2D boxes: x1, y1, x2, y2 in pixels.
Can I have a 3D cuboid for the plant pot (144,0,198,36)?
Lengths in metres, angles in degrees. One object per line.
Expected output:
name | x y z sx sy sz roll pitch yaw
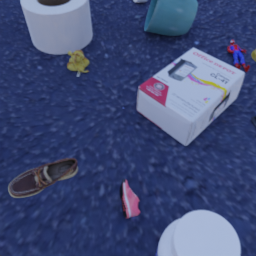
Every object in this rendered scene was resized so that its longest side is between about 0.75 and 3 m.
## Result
plant pot | 1.718 -4.552 10.959 1.611 2.007 2.007 15 50 -10

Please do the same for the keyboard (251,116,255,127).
keyboard | 4.593 0.237 8.123 1.216 0.197 1.914 -15 53 -12

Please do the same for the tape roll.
tape roll | -2.663 -4.231 10.774 2.461 1.690 2.461 0 51 0

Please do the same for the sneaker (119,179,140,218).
sneaker | 0.046 1.726 6.869 0.423 0.360 0.976 0 55 -16

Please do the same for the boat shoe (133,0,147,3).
boat shoe | 0.451 -6.616 13.424 0.654 0.687 1.909 -2 45 -23

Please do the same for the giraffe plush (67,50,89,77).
giraffe plush | -1.796 -2.410 9.895 0.811 0.762 0.940 -8 51 -7

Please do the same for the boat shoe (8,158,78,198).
boat shoe | -1.724 0.975 5.766 1.466 0.528 0.529 -17 72 -22

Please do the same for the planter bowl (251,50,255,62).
planter bowl | 5.204 -2.805 10.431 1.054 0.439 1.054 0 50 0

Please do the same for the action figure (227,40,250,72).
action figure | 4.070 -2.751 10.435 0.541 0.427 1.654 -3 48 1

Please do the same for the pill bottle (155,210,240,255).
pill bottle | 1.164 2.394 5.039 1.334 2.229 1.334 0 51 0

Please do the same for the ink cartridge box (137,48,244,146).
ink cartridge box | 1.880 -1.060 8.548 2.002 1.161 2.712 36 61 26
